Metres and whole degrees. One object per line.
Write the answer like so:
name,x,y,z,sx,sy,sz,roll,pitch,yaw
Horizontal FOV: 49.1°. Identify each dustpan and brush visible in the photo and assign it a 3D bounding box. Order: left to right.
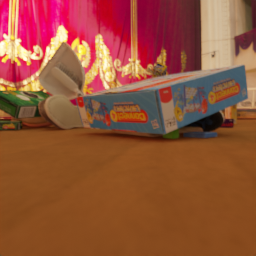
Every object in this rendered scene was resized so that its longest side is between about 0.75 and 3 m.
dustpan and brush,-2.056,-1.580,10.652,2.000,2.866,0.820,-45,7,24

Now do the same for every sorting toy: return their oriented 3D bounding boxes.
sorting toy,0.673,-0.046,6.730,1.665,0.403,2.956,-2,3,-31

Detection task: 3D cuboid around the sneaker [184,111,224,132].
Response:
sneaker,1.618,-0.366,7.555,2.054,0.778,0.791,5,34,42

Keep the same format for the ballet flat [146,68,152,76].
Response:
ballet flat,1.127,-2.456,12.966,0.241,0.772,0.260,-44,-12,14

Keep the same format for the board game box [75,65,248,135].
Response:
board game box,0.734,-0.699,6.528,2.866,0.801,2.806,-20,15,-35

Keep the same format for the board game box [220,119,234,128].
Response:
board game box,3.206,-0.228,11.421,1.589,0.428,2.648,5,3,9

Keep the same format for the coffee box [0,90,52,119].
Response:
coffee box,-3.439,-0.853,9.894,1.448,0.518,2.355,26,17,22

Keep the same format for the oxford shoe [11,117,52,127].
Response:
oxford shoe,-3.707,-0.506,11.146,2.455,0.906,0.869,2,3,20

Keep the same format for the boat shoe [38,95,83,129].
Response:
boat shoe,-2.240,-0.466,9.401,0.873,1.054,2.934,-1,-2,13

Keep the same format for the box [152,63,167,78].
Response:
box,1.149,-1.820,10.267,0.407,0.373,1.161,30,-25,20

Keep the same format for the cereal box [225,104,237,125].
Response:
cereal box,5.151,-0.710,14.077,0.293,1.067,1.483,-1,2,8

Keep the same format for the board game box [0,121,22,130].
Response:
board game box,-4.688,-0.082,8.639,2.588,0.304,1.356,0,0,-16
